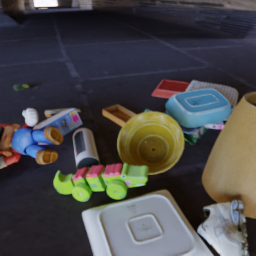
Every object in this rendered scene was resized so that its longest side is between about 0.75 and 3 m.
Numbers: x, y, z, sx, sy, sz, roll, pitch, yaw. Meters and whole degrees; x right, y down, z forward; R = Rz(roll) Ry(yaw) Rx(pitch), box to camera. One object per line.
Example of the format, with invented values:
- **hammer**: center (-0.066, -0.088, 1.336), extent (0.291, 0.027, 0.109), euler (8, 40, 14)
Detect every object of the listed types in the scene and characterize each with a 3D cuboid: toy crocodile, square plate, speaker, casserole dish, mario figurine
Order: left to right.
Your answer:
- **mario figurine**: center (-3.756, 0.411, 9.236), extent (2.977, 1.578, 1.838), euler (4, 37, 28)
- **speaker**: center (-1.477, 0.787, 9.726), extent (0.764, 0.764, 1.881), euler (-7, 32, -11)
- **toy crocodile**: center (-0.789, 1.457, 8.079), extent (2.836, 0.876, 0.957), euler (-9, 28, 20)
- **square plate**: center (0.380, 2.613, 6.978), extent (2.652, 0.377, 2.627), euler (-10, 32, -17)
- **casserole dish**: center (2.850, -0.900, 11.074), extent (2.861, 0.555, 1.733), euler (-13, 46, -22)

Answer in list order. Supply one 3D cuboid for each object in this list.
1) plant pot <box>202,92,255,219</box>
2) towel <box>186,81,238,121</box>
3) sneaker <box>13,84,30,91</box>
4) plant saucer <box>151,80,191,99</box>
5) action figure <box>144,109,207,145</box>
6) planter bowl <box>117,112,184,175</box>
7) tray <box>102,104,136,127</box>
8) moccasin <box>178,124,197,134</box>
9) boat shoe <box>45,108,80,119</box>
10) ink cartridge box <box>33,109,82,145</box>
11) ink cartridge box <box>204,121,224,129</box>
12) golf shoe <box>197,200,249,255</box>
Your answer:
- **plant pot**: center (3.666, 0.543, 7.997), extent (2.703, 2.900, 2.703), euler (0, 29, 0)
- **towel**: center (3.791, -1.242, 13.011), extent (2.349, 1.005, 1.945), euler (13, 35, 19)
- **sneaker**: center (-5.865, -2.225, 15.381), extent (0.847, 0.330, 0.361), euler (-7, 22, -28)
- **plant saucer**: center (2.466, -2.114, 15.094), extent (1.969, 0.362, 1.973), euler (11, 31, 18)
- **action figure**: center (1.757, -0.231, 11.533), extent (2.639, 0.722, 1.559), euler (22, 30, 31)
- **planter bowl**: center (0.799, 0.616, 9.473), extent (2.182, 0.909, 2.182), euler (-5, 66, 12)
- **tray**: center (-0.253, -0.490, 12.346), extent (0.880, 0.330, 1.784), euler (-23, 36, -33)
- **moccasin**: center (2.570, -0.497, 11.106), extent (0.816, 0.692, 2.028), euler (28, 40, 17)
- **boat shoe**: center (-2.834, -0.576, 12.243), extent (0.632, 0.527, 1.695), euler (3, 11, 43)
- **ink cartridge box**: center (-2.837, 0.037, 10.450), extent (1.871, 0.714, 1.277), euler (-33, 16, -32)
- **ink cartridge box**: center (3.435, -0.232, 11.980), extent (1.186, 0.249, 0.708), euler (7, 30, 6)
- **golf shoe**: center (2.222, 2.684, 6.587), extent (1.150, 0.927, 2.366), euler (-6, 21, 20)
